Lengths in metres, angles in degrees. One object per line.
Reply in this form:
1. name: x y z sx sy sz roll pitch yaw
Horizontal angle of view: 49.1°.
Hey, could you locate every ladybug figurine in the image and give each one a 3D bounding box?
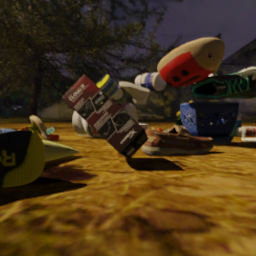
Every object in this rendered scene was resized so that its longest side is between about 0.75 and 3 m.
1. ladybug figurine: 2.053 -2.050 9.350 1.780 0.943 2.622 0 -13 -31

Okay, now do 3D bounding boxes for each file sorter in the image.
1. file sorter: 5.182 0.262 11.852 0.641 0.575 0.923 0 3 17

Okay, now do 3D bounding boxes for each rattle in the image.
1. rattle: -4.010 0.279 12.222 1.249 1.139 1.749 -23 48 -39

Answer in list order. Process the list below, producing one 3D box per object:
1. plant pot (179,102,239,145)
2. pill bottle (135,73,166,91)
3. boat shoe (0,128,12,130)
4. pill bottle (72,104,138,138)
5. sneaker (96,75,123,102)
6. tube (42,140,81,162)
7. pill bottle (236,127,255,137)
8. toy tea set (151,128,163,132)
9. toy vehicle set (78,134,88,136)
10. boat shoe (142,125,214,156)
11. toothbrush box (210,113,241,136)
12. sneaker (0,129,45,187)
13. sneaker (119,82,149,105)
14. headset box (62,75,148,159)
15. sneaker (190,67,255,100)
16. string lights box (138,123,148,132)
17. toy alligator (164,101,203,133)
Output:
1. plant pot: 2.972 -0.172 10.548 1.717 1.544 1.717 0 2 -7
2. pill bottle: 0.918 -1.920 11.739 0.737 0.737 1.273 -2 7 -39
3. boat shoe: -6.273 0.264 13.695 0.462 0.520 1.413 -4 -10 34
4. pill bottle: -1.076 -0.308 13.080 2.778 1.609 1.609 0 2 22
5. sneaker: -1.071 -1.502 12.566 1.128 1.014 2.744 35 -11 -15
6. tube: -2.055 0.528 6.235 0.638 0.713 2.459 -39 -13 15
7. pill bottle: 6.023 0.199 14.253 0.910 0.499 0.499 0 2 -4
8. toy tea set: 1.503 0.316 14.335 1.187 0.439 0.706 2 30 -47
9. toy vehicle set: -1.728 0.260 15.453 1.252 0.267 2.015 1 3 20
10. boat shoe: 1.431 0.323 7.711 2.178 0.782 0.825 -1 3 -24
11. toothbrush box: 5.019 -0.181 14.592 1.675 1.226 0.714 0 2 -23
12. sneaker: -2.563 0.425 3.712 2.728 1.009 1.122 8 -5 -44
13. sneaker: 0.175 -1.390 11.614 1.331 0.769 0.490 23 31 16
14. headset box: -0.499 -0.230 6.192 1.888 0.729 1.405 44 -3 14
15. sneaker: 3.516 -1.388 9.726 2.947 1.144 1.344 -4 14 38
16. string lights box: 0.346 0.075 15.610 1.071 0.615 2.085 0 2 -12
17. toy alligator: 2.634 -0.373 12.535 2.792 0.925 0.671 -42 3 -32
